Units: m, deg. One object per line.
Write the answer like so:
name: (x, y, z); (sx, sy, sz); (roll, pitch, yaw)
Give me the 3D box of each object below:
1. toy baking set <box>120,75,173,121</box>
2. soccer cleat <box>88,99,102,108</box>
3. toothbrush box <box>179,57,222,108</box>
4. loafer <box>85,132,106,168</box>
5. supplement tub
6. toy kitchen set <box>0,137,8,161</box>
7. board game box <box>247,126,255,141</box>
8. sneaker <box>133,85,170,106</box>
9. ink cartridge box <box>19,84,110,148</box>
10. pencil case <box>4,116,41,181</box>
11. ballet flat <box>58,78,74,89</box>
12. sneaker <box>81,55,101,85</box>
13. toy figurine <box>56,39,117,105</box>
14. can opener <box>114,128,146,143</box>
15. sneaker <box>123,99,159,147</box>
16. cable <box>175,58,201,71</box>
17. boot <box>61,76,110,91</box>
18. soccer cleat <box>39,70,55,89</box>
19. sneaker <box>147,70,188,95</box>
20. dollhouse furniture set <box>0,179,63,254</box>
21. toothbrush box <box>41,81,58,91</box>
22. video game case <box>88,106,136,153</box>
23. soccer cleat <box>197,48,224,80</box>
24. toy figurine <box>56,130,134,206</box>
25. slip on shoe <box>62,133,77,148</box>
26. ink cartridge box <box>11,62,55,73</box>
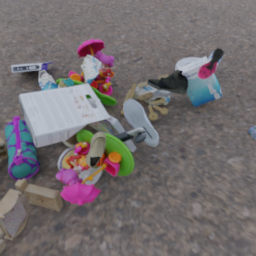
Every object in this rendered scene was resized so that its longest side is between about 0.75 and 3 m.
toy baking set: (0.901, -1.321, 12.739); (2.146, 0.325, 2.796); (9, 62, 17)
soccer cleat: (-1.581, -0.854, 11.740); (0.664, 1.538, 0.537); (9, 67, -19)
toothbrush box: (3.228, -2.034, 12.586); (1.339, 1.829, 0.780); (-22, 28, 28)
loafer: (-0.867, 0.650, 7.865); (0.432, 1.141, 0.389); (6, 29, -28)
supplement tub: (-1.655, 1.345, 9.689); (1.315, 0.956, 0.956); (23, 45, 27)
toy kitchen set: (-4.810, 1.152, 9.353); (1.856, 1.679, 2.057); (-30, 48, -31)
board game box: (5.864, 0.311, 11.351); (1.354, 0.418, 1.354); (-14, 41, -16)
sneaker: (1.014, -1.517, 13.310); (1.941, 0.743, 0.784); (4, 52, 13)
ink cartridge box: (-2.058, -0.491, 8.995); (2.365, 0.675, 1.923); (-12, 50, -29)
pencil case: (-3.929, 0.722, 10.297); (1.053, 1.144, 2.475); (-15, 41, -17)
ballet flat: (-2.331, -1.510, 10.313); (0.563, 0.563, 1.594); (-3, 16, -4)
sneaker: (-1.644, -2.425, 11.798); (0.729, 0.691, 1.806); (33, 31, -23)
toy figurine: (-1.508, -2.727, 12.880); (2.848, 2.138, 2.622); (19, 78, -12)
can opener: (-0.009, 0.353, 8.985); (1.404, 0.374, 0.469); (-23, 55, 37)
sneaker: (0.444, -0.124, 10.405); (0.758, 0.735, 2.075); (-27, 66, -3)
cable: (3.580, -3.104, 15.174); (2.027, 0.702, 2.026); (-18, 43, -18)
boot: (-2.117, -2.307, 14.298); (2.232, 0.865, 1.544); (20, 38, 3)
soccer cleat: (-3.933, -2.073, 13.772); (0.791, 0.977, 2.264); (-22, 45, -23)
sneaker: (1.719, -2.080, 11.986); (1.757, 1.007, 0.672); (13, 28, 13)
dollhouse furniture set: (-3.000, 2.656, 7.885); (1.098, 1.285, 2.480); (10, 41, 14)
toothbrush box: (-3.044, -0.995, 10.433); (0.525, 0.901, 1.230); (28, 44, -27)
video game case: (-1.105, -0.241, 10.686); (2.886, 2.067, 0.260); (29, 73, 35)
soccer cleat: (3.214, -2.390, 10.943); (0.550, 0.680, 1.575); (36, 76, 11)
toy figurine: (-1.268, 1.240, 8.204); (2.205, 1.655, 2.029); (29, 47, 17)
slip on shoe: (-2.329, 0.132, 11.351); (0.634, 0.505, 1.667); (23, 27, -24)
ink cartridge box: (-4.968, -3.243, 14.983); (2.008, 0.436, 1.989); (-8, 13, -5)
